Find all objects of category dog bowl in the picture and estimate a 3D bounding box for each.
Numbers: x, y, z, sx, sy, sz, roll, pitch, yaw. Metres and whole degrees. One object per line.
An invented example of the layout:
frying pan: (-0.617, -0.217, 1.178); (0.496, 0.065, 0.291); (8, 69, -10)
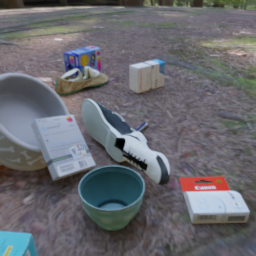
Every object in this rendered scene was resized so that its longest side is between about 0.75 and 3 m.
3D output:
dog bowl: (-2.885, -0.281, 7.958); (0.858, 2.927, 2.927); (-36, 12, 32)

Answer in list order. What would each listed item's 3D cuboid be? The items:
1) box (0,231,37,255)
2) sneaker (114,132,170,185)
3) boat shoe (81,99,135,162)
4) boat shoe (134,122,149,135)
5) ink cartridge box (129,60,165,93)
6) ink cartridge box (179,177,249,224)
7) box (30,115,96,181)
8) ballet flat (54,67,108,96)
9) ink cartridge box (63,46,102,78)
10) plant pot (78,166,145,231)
box: (-3.249, 2.460, 4.988); (2.874, 0.706, 1.182); (2, 29, 4)
sneaker: (0.302, 0.777, 6.942); (0.782, 0.721, 1.955); (-3, 29, -31)
boat shoe: (-0.573, 0.009, 8.934); (0.872, 1.093, 2.890); (-8, 44, -36)
boat shoe: (0.399, 0.147, 9.343); (0.750, 0.272, 0.271); (-41, 23, 2)
ink cartridge box: (0.894, -2.444, 13.193); (1.644, 1.204, 0.706); (-19, 35, -30)
ink cartridge box: (2.019, 1.611, 6.844); (1.260, 0.372, 1.575); (-1, 31, -2)
box: (-1.727, 0.474, 7.536); (1.270, 0.335, 1.629); (-13, 73, -50)
ballet flat: (-2.130, -2.363, 13.295); (1.053, 0.975, 2.988); (25, 38, 37)
ink cartridge box: (-2.375, -3.146, 14.143); (0.838, 1.497, 2.194); (21, 36, 35)
plant pot: (-0.356, 1.638, 6.213); (1.411, 0.945, 1.411); (1, 30, 0)
